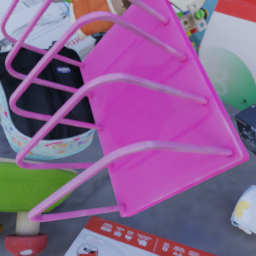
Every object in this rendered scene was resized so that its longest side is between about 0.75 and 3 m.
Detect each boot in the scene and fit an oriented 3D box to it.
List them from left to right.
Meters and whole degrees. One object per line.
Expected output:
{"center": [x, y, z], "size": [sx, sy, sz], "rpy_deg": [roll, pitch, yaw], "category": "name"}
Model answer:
{"center": [-0.569, -2.370, 4.544], "size": [1.054, 0.737, 1.965], "rpy_deg": [-21, 64, 28], "category": "boot"}

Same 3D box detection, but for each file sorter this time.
{"center": [-0.301, -0.433, 3.028], "size": [1.534, 1.700, 2.446], "rpy_deg": [9, 54, -45], "category": "file sorter"}

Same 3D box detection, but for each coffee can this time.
{"center": [1.174, -2.993, 5.497], "size": [1.161, 1.586, 1.161], "rpy_deg": [32, 13, -8], "category": "coffee can"}

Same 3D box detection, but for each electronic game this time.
{"center": [-1.035, -3.004, 9.508], "size": [0.945, 0.197, 0.945], "rpy_deg": [-9, -10, -2], "category": "electronic game"}

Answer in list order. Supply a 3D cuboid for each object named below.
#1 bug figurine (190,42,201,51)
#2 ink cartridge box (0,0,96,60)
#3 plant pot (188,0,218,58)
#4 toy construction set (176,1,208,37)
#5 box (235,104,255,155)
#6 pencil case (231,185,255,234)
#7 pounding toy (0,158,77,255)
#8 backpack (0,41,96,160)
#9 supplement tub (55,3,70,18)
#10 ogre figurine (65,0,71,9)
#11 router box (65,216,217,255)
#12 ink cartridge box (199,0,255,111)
{"center": [1.922, -2.004, 7.660], "size": [0.601, 0.775, 0.199], "rpy_deg": [25, 69, 32], "category": "bug figurine"}
{"center": [-2.029, -1.864, 5.806], "size": [2.168, 0.908, 1.573], "rpy_deg": [42, 57, 7], "category": "ink cartridge box"}
{"center": [2.689, -3.673, 10.787], "size": [2.978, 2.978, 2.799], "rpy_deg": [23, 54, 31], "category": "plant pot"}
{"center": [0.895, -1.595, 4.805], "size": [0.977, 1.171, 0.900], "rpy_deg": [-4, 9, -14], "category": "toy construction set"}
{"center": [2.264, 0.077, 4.856], "size": [0.415, 0.775, 0.575], "rpy_deg": [-31, 36, -2], "category": "box"}
{"center": [2.566, 1.632, 4.395], "size": [1.780, 0.740, 0.807], "rpy_deg": [27, 39, 34], "category": "pencil case"}
{"center": [-2.212, 1.238, 4.284], "size": [2.868, 1.331, 2.214], "rpy_deg": [15, -22, -39], "category": "pounding toy"}
{"center": [-1.266, -0.334, 4.437], "size": [1.507, 1.278, 1.698], "rpy_deg": [-12, 61, -29], "category": "backpack"}
{"center": [-4.145, -5.727, 14.871], "size": [2.370, 1.563, 1.563], "rpy_deg": [-21, 39, -28], "category": "supplement tub"}
{"center": [-1.282, -3.852, 8.516], "size": [1.119, 1.867, 0.916], "rpy_deg": [-42, 70, -5], "category": "ogre figurine"}
{"center": [0.180, 2.298, 3.245], "size": [2.460, 0.601, 2.208], "rpy_deg": [12, 27, 17], "category": "router box"}
{"center": [2.415, -1.468, 4.960], "size": [0.749, 2.989, 2.406], "rpy_deg": [-40, 52, -19], "category": "ink cartridge box"}
